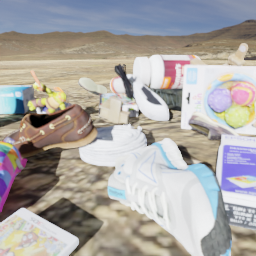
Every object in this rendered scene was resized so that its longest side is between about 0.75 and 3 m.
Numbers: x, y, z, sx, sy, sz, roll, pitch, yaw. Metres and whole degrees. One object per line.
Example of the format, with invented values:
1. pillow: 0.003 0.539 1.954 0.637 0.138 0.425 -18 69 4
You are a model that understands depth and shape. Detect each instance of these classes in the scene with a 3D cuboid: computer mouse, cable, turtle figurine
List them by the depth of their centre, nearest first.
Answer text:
1. cable: -0.313 0.332 5.572 1.375 0.476 1.375 -2 16 -4
2. turtle figurine: -2.092 -0.729 7.486 1.435 1.780 0.573 -19 34 43
3. computer mouse: 0.366 -0.939 8.508 0.520 1.299 2.370 -32 50 -13

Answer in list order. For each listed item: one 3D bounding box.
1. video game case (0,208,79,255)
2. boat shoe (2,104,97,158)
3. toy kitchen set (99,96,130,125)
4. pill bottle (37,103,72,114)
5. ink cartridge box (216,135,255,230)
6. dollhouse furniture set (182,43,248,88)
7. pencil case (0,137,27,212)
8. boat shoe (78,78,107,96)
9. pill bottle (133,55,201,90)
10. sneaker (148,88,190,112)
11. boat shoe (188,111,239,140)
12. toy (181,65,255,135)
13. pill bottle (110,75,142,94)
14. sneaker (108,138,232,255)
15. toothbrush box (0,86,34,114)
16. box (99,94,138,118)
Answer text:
1. video game case: -1.102 1.216 2.683 0.851 0.107 0.935 15 30 29
2. boat shoe: -1.605 0.014 5.253 2.118 0.745 0.746 -13 39 24
3. toy kitchen set: -0.253 -0.615 7.539 0.812 0.663 0.733 19 35 15
4. pill bottle: -2.170 -0.545 8.385 0.996 0.576 0.576 7 18 22
5. ink cartridge box: 2.477 0.756 4.037 2.303 0.504 2.324 6 20 19
6. dollhouse furniture set: 3.570 -2.004 10.139 2.825 1.251 1.464 -29 60 -27
7. pencil case: -1.928 0.725 3.860 0.749 0.749 1.694 -2 18 -7
8. boat shoe: -1.403 -1.542 10.695 0.403 0.458 1.288 -10 -19 43
9. pill bottle: 1.668 -2.374 11.991 2.688 1.473 1.473 -3 17 -13
10. sneaker: 1.244 -0.903 9.148 1.277 0.852 2.229 -14 19 -42
11. boat shoe: 1.872 0.081 6.169 1.207 0.434 0.391 33 72 17
12. toy: 2.727 -0.571 6.560 2.898 1.669 0.684 4 19 13
13. pill bottle: -0.081 -1.662 10.614 0.655 0.655 1.195 -15 10 -42
14. sneaker: 0.324 0.824 3.440 1.101 0.953 2.541 -9 9 -7
15. toothbrush box: -4.248 -0.966 9.446 1.815 0.774 1.329 -1 16 -4
16. box: -0.382 -0.805 9.612 1.206 0.381 2.192 -1 17 -5
